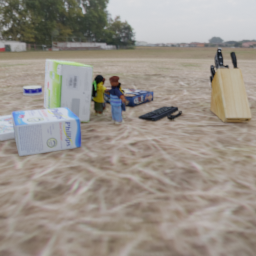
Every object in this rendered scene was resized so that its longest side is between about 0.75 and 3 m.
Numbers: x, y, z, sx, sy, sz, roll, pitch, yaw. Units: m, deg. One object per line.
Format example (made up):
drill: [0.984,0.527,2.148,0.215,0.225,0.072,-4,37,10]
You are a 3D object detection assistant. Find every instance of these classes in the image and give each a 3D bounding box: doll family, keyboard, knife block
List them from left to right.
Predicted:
doll family: [-0.727,-1.185,10.155,1.099,1.619,2.800,-14,22,-39]
keyboard: [1.379,-0.559,10.560,1.282,0.208,2.017,11,21,31]
knife block: [3.704,-1.670,10.339,0.890,2.441,2.781,-1,17,2]

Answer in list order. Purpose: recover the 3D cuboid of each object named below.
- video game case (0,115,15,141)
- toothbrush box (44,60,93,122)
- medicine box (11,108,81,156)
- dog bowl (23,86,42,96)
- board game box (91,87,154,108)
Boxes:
video game case: [-3.870,-0.028,8.701,2.179,0.258,1.983,-12,21,-35]
toothbrush box: [-2.272,-1.428,10.254,1.136,1.922,2.639,0,16,-26]
medicine box: [-2.221,0.036,7.552,1.579,0.813,1.438,-8,19,-24]
dog bowl: [-5.061,-1.973,14.847,0.962,0.379,0.962,0,17,0]
board game box: [-0.384,-1.501,13.151,2.644,0.458,1.791,12,20,32]
